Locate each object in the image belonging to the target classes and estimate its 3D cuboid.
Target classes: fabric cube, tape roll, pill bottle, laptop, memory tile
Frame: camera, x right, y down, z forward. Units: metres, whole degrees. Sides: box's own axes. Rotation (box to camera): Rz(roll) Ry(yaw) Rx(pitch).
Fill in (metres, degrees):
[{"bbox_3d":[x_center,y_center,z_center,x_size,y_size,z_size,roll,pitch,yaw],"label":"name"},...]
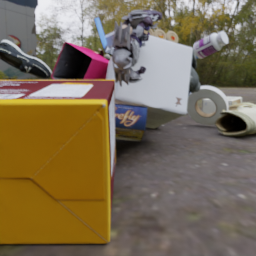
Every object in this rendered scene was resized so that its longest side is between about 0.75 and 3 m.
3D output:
[{"bbox_3d":[-1.314,-1.668,8.187,1.128,1.150,1.146,34,18,22],"label":"fabric cube"},{"bbox_3d":[2.680,-0.736,9.553,1.426,1.426,0.261,6,33,31],"label":"tape roll"},{"bbox_3d":[2.926,-2.947,9.924,0.626,0.626,1.115,-10,-6,-43],"label":"pill bottle"},{"bbox_3d":[-0.462,-3.235,10.219,1.737,1.007,1.626,16,22,-7],"label":"laptop"},{"bbox_3d":[1.177,-3.280,11.839,2.593,1.987,0.218,-3,-8,-28],"label":"memory tile"}]

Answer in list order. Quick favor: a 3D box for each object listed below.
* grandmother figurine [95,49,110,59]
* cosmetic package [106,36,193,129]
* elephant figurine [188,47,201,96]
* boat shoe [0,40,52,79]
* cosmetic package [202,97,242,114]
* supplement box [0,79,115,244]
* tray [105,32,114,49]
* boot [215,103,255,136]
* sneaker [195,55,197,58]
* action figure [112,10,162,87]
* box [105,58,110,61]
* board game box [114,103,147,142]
[{"bbox_3d":[-1.218,-2.938,11.447,1.039,0.630,0.315,14,-1,11],"label":"grandmother figurine"},{"bbox_3d":[0.363,-1.062,7.059,1.684,1.674,2.013,12,-12,-14],"label":"cosmetic package"},{"bbox_3d":[1.388,-1.925,8.504,1.503,1.938,1.371,-22,-16,40],"label":"elephant figurine"},{"bbox_3d":[-3.725,-2.266,9.958,2.035,0.614,0.769,29,-40,-12],"label":"boat shoe"},{"bbox_3d":[4.069,-0.864,12.041,1.222,0.825,2.322,6,12,32],"label":"cosmetic package"},{"bbox_3d":[-1.301,0.197,3.759,2.221,1.495,2.252,0,15,0],"label":"supplement box"},{"bbox_3d":[-0.510,-3.002,9.534,0.098,0.474,0.884,-30,18,-33],"label":"tray"},{"bbox_3d":[3.416,-0.277,8.875,1.835,0.855,2.373,-7,13,-26],"label":"boot"},{"bbox_3d":[3.097,-3.352,12.286,0.334,0.463,0.882,-42,4,-34],"label":"sneaker"},{"bbox_3d":[0.121,-1.541,5.042,0.677,1.270,1.952,17,40,1],"label":"action figure"},{"bbox_3d":[-0.123,-1.109,9.052,1.700,2.129,0.525,2,6,-10],"label":"box"},{"bbox_3d":[-0.540,-0.099,6.280,1.807,0.462,2.668,6,-7,1],"label":"board game box"}]
